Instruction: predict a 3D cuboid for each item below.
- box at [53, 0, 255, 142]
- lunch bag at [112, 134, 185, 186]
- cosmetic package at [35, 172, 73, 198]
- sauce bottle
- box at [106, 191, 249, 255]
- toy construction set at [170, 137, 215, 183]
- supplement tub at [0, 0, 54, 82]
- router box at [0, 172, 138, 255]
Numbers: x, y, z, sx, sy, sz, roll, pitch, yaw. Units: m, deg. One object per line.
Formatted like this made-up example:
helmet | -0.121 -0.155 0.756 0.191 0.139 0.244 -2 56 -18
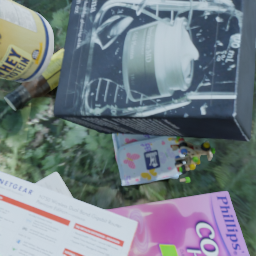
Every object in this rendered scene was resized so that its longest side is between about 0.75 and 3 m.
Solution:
box | 0.570 -1.394 4.830 2.900 1.828 2.950 2 80 28
lunch bag | 0.444 0.358 6.687 1.572 1.179 1.854 -8 69 -3
cosmetic package | -2.149 2.057 5.604 2.368 1.201 0.844 -30 50 -15
sauce bottle | -2.359 -1.399 7.872 0.765 0.765 2.364 39 66 20
box | 0.773 2.715 5.243 2.737 1.323 2.408 -7 61 -5
toy construction set | 1.183 0.451 5.117 0.661 0.718 0.860 -5 24 -3
supplement tub | -2.215 -1.465 4.403 1.278 1.770 1.278 0 89 30
router box | -1.419 2.214 4.383 2.602 0.636 2.336 18 63 9
